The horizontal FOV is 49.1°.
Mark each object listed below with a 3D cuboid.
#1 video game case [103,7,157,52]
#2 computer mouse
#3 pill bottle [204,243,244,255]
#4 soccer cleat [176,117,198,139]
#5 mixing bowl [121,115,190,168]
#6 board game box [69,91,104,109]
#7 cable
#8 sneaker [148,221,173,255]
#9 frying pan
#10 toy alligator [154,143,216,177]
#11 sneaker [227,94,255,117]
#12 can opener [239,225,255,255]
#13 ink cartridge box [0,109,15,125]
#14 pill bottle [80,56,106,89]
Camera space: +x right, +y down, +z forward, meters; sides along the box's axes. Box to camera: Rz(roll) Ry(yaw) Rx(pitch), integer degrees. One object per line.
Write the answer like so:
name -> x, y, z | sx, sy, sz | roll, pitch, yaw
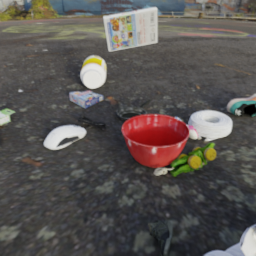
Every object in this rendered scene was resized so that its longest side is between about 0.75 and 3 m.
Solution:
video game case -> 0.156, -4.440, 12.737 | 2.370, 1.697, 0.213 | -12, 50, -4
computer mouse -> -2.275, 0.121, 11.569 | 1.440, 0.576, 2.626 | 24, 36, 35
pill bottle -> 1.467, 3.153, 5.012 | 2.561, 1.452, 1.452 | -15, 32, -24
soccer cleat -> 2.236, 0.105, 11.739 | 0.724, 0.586, 1.677 | -25, 32, -12
mixing bowl -> 0.931, 0.576, 9.990 | 2.355, 1.275, 2.355 | 1, 28, 0
board game box -> -2.334, -1.633, 14.952 | 1.476, 0.455, 1.476 | 19, 34, 29
cable -> 3.509, -0.179, 12.066 | 1.808, 0.626, 1.808 | -10, 30, -17
sneaker -> 0.778, 2.715, 6.942 | 0.638, 0.426, 1.115 | 3, 26, 9
frying pan -> 0.258, -0.854, 13.611 | 1.405, 0.378, 2.322 | 7, 27, 11
toy alligator -> 2.018, 1.242, 9.519 | 2.603, 0.625, 0.863 | -22, 7, -21
sneaker -> 6.111, -1.010, 13.434 | 2.583, 0.922, 1.032 | -15, 35, -14
can opener -> 2.880, 2.897, 4.372 | 0.798, 1.000, 2.992 | -20, 73, -33
ink cartridge box -> -5.865, -0.437, 12.822 | 0.643, 0.368, 1.239 | 17, 33, 29
pill bottle -> -2.102, -3.357, 17.065 | 1.490, 1.490, 2.727 | -1, 28, -2
